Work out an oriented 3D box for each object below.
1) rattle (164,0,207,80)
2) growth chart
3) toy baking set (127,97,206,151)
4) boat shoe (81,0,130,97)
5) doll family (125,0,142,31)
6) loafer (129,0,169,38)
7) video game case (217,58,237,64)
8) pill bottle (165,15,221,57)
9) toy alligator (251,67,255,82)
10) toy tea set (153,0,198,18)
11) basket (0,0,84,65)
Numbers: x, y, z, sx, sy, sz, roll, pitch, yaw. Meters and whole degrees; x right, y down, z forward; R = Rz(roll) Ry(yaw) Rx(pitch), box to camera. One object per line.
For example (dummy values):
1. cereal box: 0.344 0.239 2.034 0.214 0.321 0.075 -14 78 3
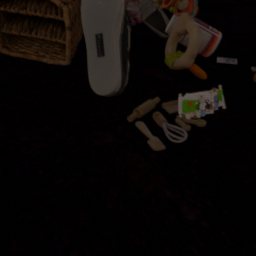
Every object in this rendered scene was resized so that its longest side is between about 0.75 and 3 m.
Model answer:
1. rattle: 1.618 -2.138 6.542 1.230 1.722 1.121 11 0 -12
2. growth chart: 1.232 -0.423 4.741 0.814 0.072 0.589 -10 54 8
3. toy baking set: 1.026 -0.261 7.877 1.968 0.298 2.564 23 38 33
4. boat shoe: -0.439 -2.063 6.264 0.957 2.708 0.862 4 7 22
5. doll family: -0.527 -3.606 9.207 2.041 1.267 0.920 -14 51 20
6. loafer: 0.755 -4.478 10.564 2.604 0.910 0.909 38 25 -24
7. video game case: 4.517 -3.074 12.828 0.856 0.077 0.613 9 31 15
8. pill bottle: 1.989 -2.905 8.631 1.560 0.855 0.855 27 31 -7
9. toy alligator: 4.986 -1.779 10.300 0.687 0.498 2.074 2 24 5
10. toy tea set: 1.289 -4.023 7.869 0.937 1.506 2.533 19 28 -31
11. basket: -2.345 -2.809 7.153 2.203 1.573 1.641 15 66 10
